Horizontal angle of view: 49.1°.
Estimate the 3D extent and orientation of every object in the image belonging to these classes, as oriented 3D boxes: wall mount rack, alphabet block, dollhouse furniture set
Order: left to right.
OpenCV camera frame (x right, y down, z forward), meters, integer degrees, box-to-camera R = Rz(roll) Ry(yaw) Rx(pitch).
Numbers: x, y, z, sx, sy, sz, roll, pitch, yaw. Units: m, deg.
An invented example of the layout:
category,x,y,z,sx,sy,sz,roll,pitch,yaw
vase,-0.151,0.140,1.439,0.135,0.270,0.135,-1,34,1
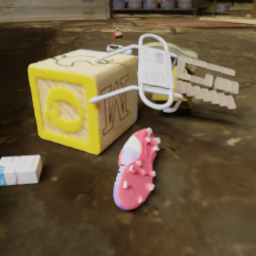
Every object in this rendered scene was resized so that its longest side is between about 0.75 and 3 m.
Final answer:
category,x,y,z,sx,sy,sz,roll,pitch,yaw
alphabet block,-1.253,-0.947,8.795,2.400,2.413,2.458,12,29,25
dollhouse furniture set,-0.595,-4.194,12.255,0.411,0.311,0.765,-22,64,-26
wall mount rack,0.229,-1.346,7.304,2.254,0.967,2.594,9,55,-10

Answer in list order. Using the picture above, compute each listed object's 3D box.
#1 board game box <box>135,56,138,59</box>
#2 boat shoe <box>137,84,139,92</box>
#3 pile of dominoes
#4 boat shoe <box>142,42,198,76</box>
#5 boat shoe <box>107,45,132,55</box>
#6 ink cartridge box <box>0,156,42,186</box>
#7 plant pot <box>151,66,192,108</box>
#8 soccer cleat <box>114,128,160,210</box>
category,x,y,z,sx,sy,sz,roll,pitch,yaw
board game box,-0.542,-4.044,17.065,2.532,0.357,1.713,3,27,6
boat shoe,0.280,-1.587,10.247,1.509,0.548,0.473,-32,-11,-5
pile of dominoes,2.577,-1.458,9.393,2.161,0.344,1.685,16,60,1
boat shoe,1.696,-2.766,11.275,2.735,0.860,0.998,5,-3,-34
boat shoe,-0.285,-2.555,9.239,0.826,0.304,0.276,3,-13,-5
ink cartridge box,-2.728,1.064,7.052,0.974,0.412,0.704,-4,28,-5
plant pot,1.635,-1.476,9.994,1.271,1.309,1.279,4,-5,19
soccer cleat,0.106,1.011,6.918,1.020,0.890,2.668,-32,21,33
